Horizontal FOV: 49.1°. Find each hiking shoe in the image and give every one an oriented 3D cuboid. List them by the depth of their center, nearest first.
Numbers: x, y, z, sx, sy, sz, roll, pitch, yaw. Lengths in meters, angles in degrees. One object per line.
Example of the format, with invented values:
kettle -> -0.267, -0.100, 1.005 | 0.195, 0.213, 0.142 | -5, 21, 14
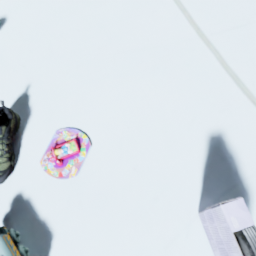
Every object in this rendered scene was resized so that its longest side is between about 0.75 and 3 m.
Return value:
hiking shoe -> -4.382, 0.500, 9.304 | 1.043, 1.386, 2.754 | 0, 68, -1

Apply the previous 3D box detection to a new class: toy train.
toy train -> -3.397, 3.802, 8.025 | 0.947, 1.266, 2.221 | -33, 73, -13

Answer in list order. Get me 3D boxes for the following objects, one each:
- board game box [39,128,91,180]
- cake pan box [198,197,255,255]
board game box -> -2.199, 0.829, 9.687 | 1.480, 0.365, 1.873 | 20, 71, 11
cake pan box -> 2.871, 3.261, 7.504 | 0.700, 2.674, 2.463 | -18, 68, -6
